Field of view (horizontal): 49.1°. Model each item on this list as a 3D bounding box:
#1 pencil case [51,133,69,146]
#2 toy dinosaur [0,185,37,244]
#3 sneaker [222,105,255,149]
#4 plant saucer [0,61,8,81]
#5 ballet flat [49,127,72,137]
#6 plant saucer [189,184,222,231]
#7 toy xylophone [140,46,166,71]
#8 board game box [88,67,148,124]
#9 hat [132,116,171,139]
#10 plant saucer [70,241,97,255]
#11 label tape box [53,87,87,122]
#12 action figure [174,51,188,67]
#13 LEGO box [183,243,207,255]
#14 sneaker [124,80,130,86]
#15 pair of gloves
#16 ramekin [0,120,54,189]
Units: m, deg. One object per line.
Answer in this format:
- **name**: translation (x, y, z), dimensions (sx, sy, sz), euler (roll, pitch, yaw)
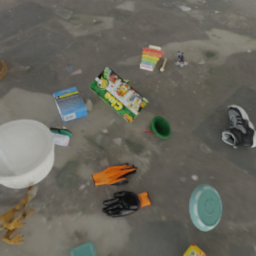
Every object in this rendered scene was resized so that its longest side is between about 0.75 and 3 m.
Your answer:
- **pencil case**: translation (-2.760, 0.401, 10.753), dimensions (0.967, 0.439, 0.402), euler (14, 37, 9)
- **toy dinosaur**: translation (-3.829, 2.968, 8.628), dimensions (2.861, 0.864, 1.519), euler (-36, 33, -29)
- **sneaker**: translation (4.120, -0.060, 10.916), dimensions (1.124, 0.745, 1.975), euler (-10, 54, -11)
- **plant saucer**: translation (-6.724, -2.725, 13.396), dimensions (1.858, 0.274, 1.858), euler (1, 51, -1)
- **ballet flat**: translation (-2.656, 0.113, 11.065), dimensions (1.014, 0.345, 0.347), euler (8, 43, 6)
- **plant saucer**: translation (2.236, 2.237, 7.883), dimensions (1.293, 0.177, 1.293), euler (7, 78, -33)
- **toy xylophone**: translation (1.247, -3.372, 13.806), dimensions (1.241, 0.426, 1.696), euler (9, 52, 7)
- **board game box**: translation (-0.398, -1.352, 11.457), dimensions (2.271, 0.266, 1.190), euler (41, 90, 4)
- **hat**: translation (1.006, 0.090, 11.232), dimensions (1.096, 0.964, 0.908), euler (43, 50, -12)
- **plant saucer**: translation (-1.034, 4.251, 7.819), dimensions (0.719, 0.195, 2.056), euler (-18, 54, -14)
- **label tape box**: translation (-2.476, -1.013, 11.884), dimensions (1.033, 0.477, 1.442), euler (-19, 52, -16)
- **action figure**: translation (2.632, -3.332, 13.850), dimensions (0.660, 0.352, 1.014), euler (7, 55, -3)
- **LEGO box**: translation (1.854, 3.833, 8.077), dimensions (0.561, 0.291, 0.753), euler (37, 60, 26)
- **sneaker**: translation (-0.442, -1.590, 12.342), dimensions (0.599, 0.591, 1.568), euler (14, 42, 20)
- **pair of gloves**: translation (-0.249, 2.081, 9.545), dimensions (1.662, 0.231, 1.865), euler (-15, 55, -13)
- **ramekin**: translation (-3.770, 0.979, 9.825), dimensions (2.479, 1.154, 2.479), euler (0, 51, -1)
